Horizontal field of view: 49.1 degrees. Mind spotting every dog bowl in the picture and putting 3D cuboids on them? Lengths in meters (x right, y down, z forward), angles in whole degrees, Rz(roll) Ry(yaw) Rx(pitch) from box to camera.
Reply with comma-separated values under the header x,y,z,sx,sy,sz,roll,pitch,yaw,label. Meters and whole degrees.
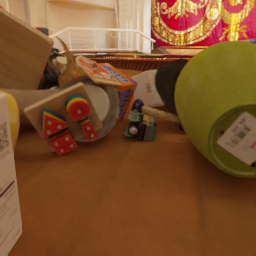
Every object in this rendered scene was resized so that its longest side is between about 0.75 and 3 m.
x,y,z,sx,sy,sz,roll,pitch,yaw,label
-0.933,-0.398,6.292,1.579,1.579,0.463,4,-21,14,dog bowl

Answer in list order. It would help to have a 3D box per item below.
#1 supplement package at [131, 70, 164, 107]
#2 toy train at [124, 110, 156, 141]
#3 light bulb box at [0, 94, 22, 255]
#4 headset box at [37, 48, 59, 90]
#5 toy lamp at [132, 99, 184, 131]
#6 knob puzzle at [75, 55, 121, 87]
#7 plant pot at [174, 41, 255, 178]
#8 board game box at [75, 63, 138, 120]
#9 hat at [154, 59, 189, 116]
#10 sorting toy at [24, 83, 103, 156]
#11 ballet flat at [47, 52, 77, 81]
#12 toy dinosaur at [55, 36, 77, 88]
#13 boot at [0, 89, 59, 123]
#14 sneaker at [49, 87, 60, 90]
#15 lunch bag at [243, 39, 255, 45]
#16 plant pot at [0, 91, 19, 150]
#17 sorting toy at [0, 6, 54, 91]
x,y,z,sx,sy,sz,roll,pitch,yaw,label
1.263,-1.336,9.413,1.958,1.114,1.073,-10,2,-31,supplement package
0.312,-0.056,6.699,0.706,0.528,1.239,13,16,1,toy train
-1.729,0.637,2.283,1.021,1.636,1.622,1,16,3,light bulb box
-3.061,-2.007,10.618,0.727,1.568,1.365,0,-25,-33,headset box
0.982,-0.325,7.252,1.825,0.531,0.531,18,23,25,toy lamp
-0.772,-1.428,6.682,1.268,0.176,1.268,30,23,-14,knob puzzle
1.777,-0.221,4.641,2.149,2.149,2.297,4,23,12,plant pot
-0.708,-0.939,7.680,1.196,1.195,1.195,38,33,23,board game box
1.720,-0.715,7.575,2.424,0.978,2.424,9,53,-12,hat
-1.125,-0.089,5.233,1.137,1.131,0.396,-26,43,-5,sorting toy
-1.666,-1.598,9.151,2.737,1.016,1.016,34,28,17,ballet flat
-1.535,-1.528,8.038,1.049,2.075,0.604,-17,34,-37,toy dinosaur
-2.431,-0.440,6.783,2.815,0.989,2.058,7,14,25,boot
-1.775,-1.090,9.502,1.287,0.708,1.757,-1,6,28,sneaker
5.047,-2.324,11.002,1.199,2.337,2.908,-4,16,-10,lunch bag
-2.971,-0.093,4.657,1.943,1.943,1.828,15,6,42,plant pot
-3.588,-2.168,8.105,2.639,2.623,0.919,31,34,-4,sorting toy
